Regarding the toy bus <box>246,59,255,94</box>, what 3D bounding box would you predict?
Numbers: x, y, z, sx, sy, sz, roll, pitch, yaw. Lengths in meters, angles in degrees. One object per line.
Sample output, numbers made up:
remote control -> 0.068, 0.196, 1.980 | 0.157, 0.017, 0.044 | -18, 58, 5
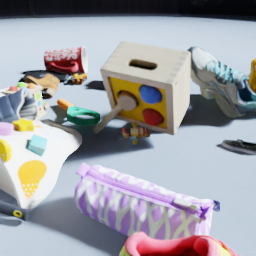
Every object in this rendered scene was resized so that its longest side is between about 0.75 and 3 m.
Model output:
toy bus -> 4.918, -1.811, 9.601 | 1.574, 2.320, 2.227 | -8, 20, -19

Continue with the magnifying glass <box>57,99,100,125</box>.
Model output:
magnifying glass -> -1.715, -0.555, 8.971 | 0.972, 0.273, 2.441 | -8, 21, -33

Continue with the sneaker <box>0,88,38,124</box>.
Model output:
sneaker -> -3.552, -0.606, 8.010 | 1.832, 0.964, 2.536 | -27, 36, -7

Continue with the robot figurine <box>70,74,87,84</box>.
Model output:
robot figurine -> -2.148, -2.174, 12.374 | 0.754, 0.303, 1.040 | 0, 26, -1

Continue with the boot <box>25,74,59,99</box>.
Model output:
boot -> -3.211, -1.772, 10.604 | 1.214, 0.465, 0.942 | 30, 48, -21

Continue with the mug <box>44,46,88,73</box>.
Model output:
mug -> -3.017, -3.228, 13.370 | 1.880, 1.255, 1.669 | -2, 10, 4

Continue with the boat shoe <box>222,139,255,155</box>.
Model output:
boat shoe -> 2.922, 0.429, 7.256 | 0.940, 0.266, 0.322 | 15, 31, 28

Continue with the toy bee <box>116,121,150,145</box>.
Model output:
toy bee -> 0.076, 0.169, 7.302 | 0.945, 0.514, 0.619 | -28, 60, 9

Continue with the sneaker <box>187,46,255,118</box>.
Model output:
sneaker -> 2.919, -1.513, 8.398 | 1.076, 2.773, 1.197 | -54, 13, -19

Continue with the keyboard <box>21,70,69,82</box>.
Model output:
keyboard -> -3.725, -2.358, 12.826 | 1.993, 0.256, 1.197 | 1, 33, 0

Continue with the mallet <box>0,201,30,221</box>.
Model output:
mallet -> -2.800, 1.185, 5.097 | 2.184, 0.719, 0.449 | 6, 0, 8

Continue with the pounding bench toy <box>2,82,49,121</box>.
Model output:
pounding bench toy -> -3.166, -0.939, 9.043 | 0.872, 1.095, 1.403 | 9, 28, 18

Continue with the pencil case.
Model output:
pencil case -> 0.233, 1.319, 4.666 | 2.348, 1.004, 0.986 | 11, 50, 24

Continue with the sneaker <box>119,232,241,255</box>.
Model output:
sneaker -> 1.131, 1.890, 3.258 | 2.817, 1.272, 1.101 | 4, 26, 5

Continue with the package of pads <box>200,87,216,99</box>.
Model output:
package of pads -> 3.217, -1.443, 10.335 | 0.996, 0.439, 1.289 | -13, 14, 6

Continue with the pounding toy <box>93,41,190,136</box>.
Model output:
pounding toy -> 0.211, -0.795, 7.244 | 2.325, 2.140, 1.653 | 17, 57, 22

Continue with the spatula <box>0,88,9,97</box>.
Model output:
spatula -> -4.670, -1.287, 10.817 | 1.638, 0.189, 2.356 | 14, 29, 37

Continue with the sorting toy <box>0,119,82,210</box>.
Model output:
sorting toy -> -2.307, 0.341, 6.336 | 2.505, 1.338, 2.255 | 19, 26, 28
